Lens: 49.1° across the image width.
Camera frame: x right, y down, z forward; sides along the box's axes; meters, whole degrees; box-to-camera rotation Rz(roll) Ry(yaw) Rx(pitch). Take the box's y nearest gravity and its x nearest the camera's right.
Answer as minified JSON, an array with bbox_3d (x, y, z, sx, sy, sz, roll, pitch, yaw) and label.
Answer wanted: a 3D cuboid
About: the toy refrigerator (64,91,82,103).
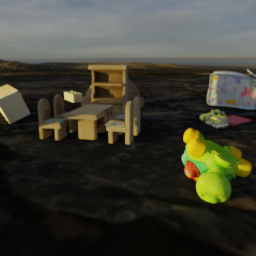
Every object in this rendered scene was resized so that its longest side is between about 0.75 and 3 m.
[{"bbox_3d":[-2.927,-1.674,14.890,0.512,0.472,1.349,-9,16,-30],"label":"toy refrigerator"}]

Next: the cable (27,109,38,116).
[{"bbox_3d":[-3.802,-0.664,11.325,0.773,0.241,0.947,-3,14,-13],"label":"cable"}]

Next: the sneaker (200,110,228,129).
[{"bbox_3d":[2.901,-0.354,9.418,0.545,0.553,1.446,-6,12,-16],"label":"sneaker"}]

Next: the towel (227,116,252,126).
[{"bbox_3d":[3.751,-0.247,9.910,1.054,0.118,0.762,-11,20,-31],"label":"towel"}]

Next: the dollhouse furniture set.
[{"bbox_3d":[-0.920,-0.882,8.603,2.591,1.964,2.957,3,14,12],"label":"dollhouse furniture set"}]

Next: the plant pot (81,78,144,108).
[{"bbox_3d":[-0.731,-1.675,13.101,2.949,1.361,2.949,-1,13,0],"label":"plant pot"}]

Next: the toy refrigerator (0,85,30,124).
[{"bbox_3d":[-4.512,-0.983,10.656,0.873,0.948,2.497,-30,26,-21],"label":"toy refrigerator"}]

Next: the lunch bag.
[{"bbox_3d":[5.153,-1.782,12.827,2.744,1.744,2.327,12,17,18],"label":"lunch bag"}]

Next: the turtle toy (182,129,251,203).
[{"bbox_3d":[1.407,0.673,4.789,1.120,0.777,1.537,24,17,-1],"label":"turtle toy"}]
